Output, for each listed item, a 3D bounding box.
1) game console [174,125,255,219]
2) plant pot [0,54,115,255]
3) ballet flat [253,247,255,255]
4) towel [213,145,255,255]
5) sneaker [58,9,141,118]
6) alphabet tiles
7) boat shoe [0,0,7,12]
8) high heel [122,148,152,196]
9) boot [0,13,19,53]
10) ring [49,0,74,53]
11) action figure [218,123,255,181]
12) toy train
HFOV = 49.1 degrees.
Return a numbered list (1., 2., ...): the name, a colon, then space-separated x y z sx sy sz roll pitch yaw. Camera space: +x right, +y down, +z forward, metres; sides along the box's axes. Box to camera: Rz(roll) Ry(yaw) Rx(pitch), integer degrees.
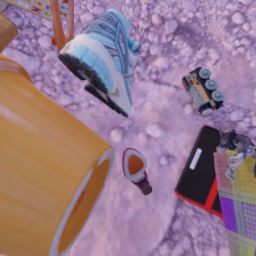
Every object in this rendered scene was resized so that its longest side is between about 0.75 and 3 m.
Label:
1. game console: 2.384 1.136 7.083 1.838 0.322 2.078 24 72 12
2. plant pot: -1.809 0.550 4.257 2.728 2.980 2.980 25 72 10
3. ballet flat: 1.441 1.422 2.805 0.473 0.473 1.294 19 84 7
4. towel: 1.892 1.170 4.232 0.214 1.348 1.878 -8 88 -22
5. sneaker: -0.160 -0.930 4.566 0.955 2.460 1.062 35 85 10
6. alphabet tiles: -2.305 -3.245 6.845 1.846 0.058 1.536 17 47 -23
7. boat shoe: -4.064 -4.107 8.914 0.404 0.474 1.419 8 64 47
8. high heel: 0.057 0.564 4.224 0.374 1.108 0.533 -27 44 -10
9. boot: -3.505 -2.166 5.378 1.052 2.990 2.141 33 70 20
10. ring: -1.150 -2.258 4.702 0.208 2.167 2.167 1 70 -3
11. action figure: 1.534 0.424 3.718 0.565 0.658 1.106 -43 55 -4
12. toy train: 2.059 -1.020 7.718 0.787 0.588 1.381 -25 74 4
